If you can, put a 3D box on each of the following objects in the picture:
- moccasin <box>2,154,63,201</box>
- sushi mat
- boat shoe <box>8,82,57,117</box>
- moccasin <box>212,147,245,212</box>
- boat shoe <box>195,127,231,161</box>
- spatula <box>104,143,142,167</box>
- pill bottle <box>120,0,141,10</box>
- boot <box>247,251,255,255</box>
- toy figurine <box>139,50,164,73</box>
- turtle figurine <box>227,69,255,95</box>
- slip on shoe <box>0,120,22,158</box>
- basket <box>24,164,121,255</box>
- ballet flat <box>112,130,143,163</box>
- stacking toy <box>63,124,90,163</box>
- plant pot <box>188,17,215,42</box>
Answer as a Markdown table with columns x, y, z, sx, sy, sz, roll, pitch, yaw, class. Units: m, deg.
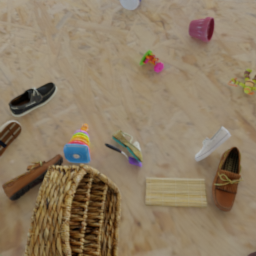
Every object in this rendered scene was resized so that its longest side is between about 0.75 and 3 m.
| x | y | z | sx | sy | sz | roll | pitch | yaw | class |
| --- | --- | --- | --- | --- | --- | --- | --- | --- | --- |
| -2.856 | 1.372 | 8.483 | 1.920 | 0.702 | 0.741 | -36 | 71 | -11 | moccasin |
| 1.436 | 1.926 | 8.409 | 1.843 | 0.112 | 0.882 | 1 | 55 | 1 | sushi mat |
| -3.416 | -1.131 | 10.158 | 1.897 | 0.642 | 0.681 | -37 | 62 | -24 | boat shoe |
| 2.999 | 1.477 | 8.294 | 0.747 | 0.788 | 2.042 | 22 | 59 | 14 | moccasin |
| 2.592 | 0.504 | 8.890 | 1.352 | 0.497 | 0.442 | -41 | 87 | 1 | boat shoe |
| -0.155 | 0.822 | 8.697 | 1.393 | 0.143 | 0.394 | 34 | 21 | -22 | spatula |
| 0.316 | -6.599 | 13.617 | 0.962 | 0.962 | 1.663 | 18 | 58 | 12 | pill bottle |
| 3.646 | 3.796 | 6.835 | 1.424 | 0.619 | 1.712 | -30 | 58 | -17 | boot |
| 1.060 | -2.614 | 11.273 | 0.879 | 0.717 | 0.955 | 37 | 38 | 7 | toy figurine |
| 4.655 | -1.639 | 10.554 | 1.610 | 0.519 | 1.299 | 17 | 49 | 23 | turtle figurine |
| -4.363 | 0.558 | 9.035 | 0.632 | 0.793 | 2.085 | 10 | 56 | 51 | slip on shoe |
| -1.177 | 2.288 | 6.963 | 1.981 | 1.898 | 2.659 | 4 | 51 | 2 | basket |
| 0.062 | 0.538 | 9.067 | 0.500 | 0.500 | 1.413 | -37 | 58 | -22 | ballet flat |
| -1.547 | 0.382 | 9.147 | 0.797 | 0.843 | 1.453 | 3 | 45 | 4 | stacking toy |
| 3.152 | -4.295 | 12.137 | 0.904 | 1.010 | 1.010 | 17 | 57 | 29 | plant pot |
